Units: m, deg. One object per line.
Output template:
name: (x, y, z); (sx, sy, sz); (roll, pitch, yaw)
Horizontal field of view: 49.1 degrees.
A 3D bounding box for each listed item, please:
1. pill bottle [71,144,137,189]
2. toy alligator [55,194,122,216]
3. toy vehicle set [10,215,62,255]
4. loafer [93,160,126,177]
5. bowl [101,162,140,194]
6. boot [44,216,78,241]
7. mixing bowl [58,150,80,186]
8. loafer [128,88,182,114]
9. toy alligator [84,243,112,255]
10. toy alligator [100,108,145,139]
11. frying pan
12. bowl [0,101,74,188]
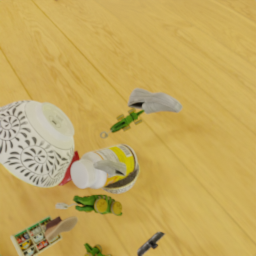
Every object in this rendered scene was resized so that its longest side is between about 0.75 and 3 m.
pill bottle: (-0.779, 1.285, 9.266); (2.182, 1.192, 1.192); (-11, 46, -48)
toy alligator: (-1.077, 2.294, 8.585); (0.820, 2.473, 0.594); (-16, 62, 41)
toy vehicle set: (-2.722, 3.295, 8.408); (1.356, 0.180, 0.842); (-18, 69, -53)
loafer: (-0.514, 1.217, 8.343); (1.172, 0.410, 0.409); (14, 53, -37)
bowl: (-0.373, 1.789, 9.970); (1.684, 0.790, 1.684); (-7, 36, 5)
boot: (-1.669, 2.328, 6.894); (0.879, 0.318, 0.731); (-33, 18, -9)
mixing bowl: (-2.267, 1.542, 10.044); (1.513, 1.513, 0.820); (-30, 87, -21)
loafer: (0.954, -0.879, 10.627); (2.506, 0.876, 0.875); (19, 76, 50)
toy alligator: (-0.681, 4.177, 8.442); (1.845, 0.443, 0.611); (32, 27, 23)
toy alligator: (-0.222, -0.158, 10.414); (1.901, 0.457, 0.630); (-28, 87, -7)
frying pan: (0.486, 2.994, 7.011); (0.977, 1.615, 0.263); (-45, 70, 7)
bowl: (-2.463, 0.162, 8.093); (1.345, 2.865, 2.865); (-38, 54, 15)
